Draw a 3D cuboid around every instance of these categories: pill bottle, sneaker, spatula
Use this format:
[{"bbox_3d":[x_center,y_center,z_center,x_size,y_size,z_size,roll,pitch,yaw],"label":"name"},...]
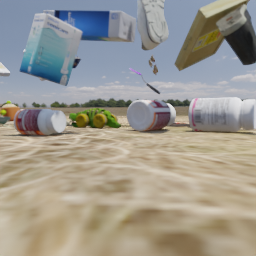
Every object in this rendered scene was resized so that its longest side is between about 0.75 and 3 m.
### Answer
[{"bbox_3d":[2.157,-0.302,6.390,1.373,0.778,0.778,2,4,31],"label":"pill bottle"},{"bbox_3d":[0.637,-0.327,7.169,0.755,0.755,1.322,2,4,37],"label":"pill bottle"},{"bbox_3d":[-2.975,-2.191,9.427,0.641,1.107,0.641,-16,31,10],"label":"pill bottle"},{"bbox_3d":[3.213,-2.640,8.050,0.895,1.271,2.392,-26,20,34],"label":"sneaker"},{"bbox_3d":[0.609,-3.738,9.042,0.911,2.384,0.960,-1,-6,-25],"label":"sneaker"},{"bbox_3d":[-1.744,-0.123,5.560,0.934,0.512,0.512,1,3,23],"label":"pill bottle"},{"bbox_3d":[0.713,-1.921,11.473,1.648,0.169,0.466,42,14,-14],"label":"spatula"}]

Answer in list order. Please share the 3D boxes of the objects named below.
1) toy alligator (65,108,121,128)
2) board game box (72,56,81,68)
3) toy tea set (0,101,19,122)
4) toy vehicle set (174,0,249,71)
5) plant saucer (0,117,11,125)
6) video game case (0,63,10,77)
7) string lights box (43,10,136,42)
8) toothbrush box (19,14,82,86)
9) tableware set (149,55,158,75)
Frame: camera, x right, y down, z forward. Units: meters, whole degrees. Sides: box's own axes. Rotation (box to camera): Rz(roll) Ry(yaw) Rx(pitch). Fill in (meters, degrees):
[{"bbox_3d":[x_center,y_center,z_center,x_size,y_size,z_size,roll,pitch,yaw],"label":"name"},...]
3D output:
[{"bbox_3d":[-1.258,-0.306,8.484,2.397,0.576,0.794,2,3,27],"label":"toy alligator"},{"bbox_3d":[-2.877,-2.953,10.574,1.589,0.490,1.590,47,28,14],"label":"board game box"},{"bbox_3d":[-5.245,-0.723,9.949,1.758,1.094,2.956,-7,0,16],"label":"toy tea set"},{"bbox_3d":[2.819,-3.278,9.874,1.802,0.384,2.900,-28,-16,-16],"label":"toy vehicle set"},{"bbox_3d":[-4.453,-0.203,9.461,0.952,0.183,0.952,-9,-3,0],"label":"plant saucer"},{"bbox_3d":[-3.229,-1.474,5.911,1.106,0.127,1.007,43,24,17],"label":"video game case"},{"bbox_3d":[-1.303,-3.431,9.526,2.798,0.825,1.438,9,13,19],"label":"string lights box"},{"bbox_3d":[-2.257,-2.265,8.252,0.738,1.731,1.267,22,7,43],"label":"toothbrush box"},{"bbox_3d":[1.106,-2.707,12.198,0.109,0.788,0.943,-22,-4,-5],"label":"tableware set"}]
